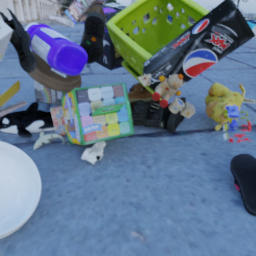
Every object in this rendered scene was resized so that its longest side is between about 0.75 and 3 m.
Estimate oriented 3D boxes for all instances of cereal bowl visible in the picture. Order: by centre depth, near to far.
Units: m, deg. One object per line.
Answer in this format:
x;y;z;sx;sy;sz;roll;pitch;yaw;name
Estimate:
-3.168;1.427;6.190;2.275;0.947;2.275;17;49;-21;cereal bowl

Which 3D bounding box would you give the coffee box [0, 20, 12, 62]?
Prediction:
-3.645;-1.961;6.267;1.309;1.307;1.295;-32;20;52;coffee box

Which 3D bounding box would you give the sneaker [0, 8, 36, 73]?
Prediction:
-3.130;-2.442;7.919;0.508;1.693;0.883;-18;-18;12;sneaker

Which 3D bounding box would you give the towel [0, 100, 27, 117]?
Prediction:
-5.045;-0.603;11.115;1.532;0.258;1.604;-17;14;29;towel

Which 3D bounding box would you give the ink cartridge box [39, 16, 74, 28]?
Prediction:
-3.010;-4.552;11.836;1.124;0.251;0.990;24;10;36;ink cartridge box

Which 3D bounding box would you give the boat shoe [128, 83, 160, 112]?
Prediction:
0.392;-1.359;12.092;2.915;0.991;1.049;-12;-16;-40;boat shoe

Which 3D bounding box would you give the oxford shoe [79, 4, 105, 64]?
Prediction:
-1.095;-2.926;8.954;0.797;2.194;0.926;14;57;-14;oxford shoe

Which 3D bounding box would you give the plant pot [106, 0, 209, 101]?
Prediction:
1.294;-2.947;10.419;2.906;2.637;2.892;-39;65;-12;plant pot

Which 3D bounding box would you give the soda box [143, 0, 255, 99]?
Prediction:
1.733;-2.034;7.464;2.861;0.906;1.012;-34;30;29;soda box

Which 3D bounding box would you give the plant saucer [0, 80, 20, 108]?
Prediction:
-4.673;-1.144;10.634;1.336;0.324;1.337;-13;35;53;plant saucer

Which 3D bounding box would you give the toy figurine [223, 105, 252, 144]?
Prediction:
2.043;-0.238;5.248;0.507;0.576;0.961;0;42;19;toy figurine

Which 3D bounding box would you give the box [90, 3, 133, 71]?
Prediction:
-0.652;-3.713;11.396;1.207;2.276;1.391;-24;42;-31;box

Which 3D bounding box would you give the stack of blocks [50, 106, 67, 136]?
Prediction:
-2.436;-0.254;10.233;0.589;1.023;0.299;-12;-15;-18;stack of blocks

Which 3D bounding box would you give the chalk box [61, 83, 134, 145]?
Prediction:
-0.933;-0.417;8.749;1.672;1.663;2.687;-11;4;-23;chalk box

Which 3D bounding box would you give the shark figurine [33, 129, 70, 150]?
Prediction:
-2.568;0.416;9.525;1.180;0.492;0.705;-7;59;2;shark figurine

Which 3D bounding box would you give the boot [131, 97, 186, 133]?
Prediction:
1.277;-0.709;11.224;1.791;0.902;2.396;11;28;23;boot

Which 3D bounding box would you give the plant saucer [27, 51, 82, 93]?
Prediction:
-2.801;-2.245;10.640;2.357;0.347;2.357;26;34;-19;plant saucer

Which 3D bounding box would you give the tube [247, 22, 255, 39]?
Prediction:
3.555;-3.394;9.287;0.407;0.626;1.617;23;17;-45;tube

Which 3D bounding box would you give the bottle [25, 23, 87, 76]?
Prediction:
-2.422;-2.576;8.757;1.194;0.933;2.859;13;20;-48;bottle

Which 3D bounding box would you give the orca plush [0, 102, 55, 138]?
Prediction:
-3.359;-0.390;10.392;2.970;1.056;1.563;7;27;13;orca plush

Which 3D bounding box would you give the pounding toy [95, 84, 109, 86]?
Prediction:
-1.071;-1.896;13.909;1.001;0.711;0.921;1;25;3;pounding toy

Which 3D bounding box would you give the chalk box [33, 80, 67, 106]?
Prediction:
-3.167;-1.917;13.249;2.157;1.342;1.335;10;28;17;chalk box

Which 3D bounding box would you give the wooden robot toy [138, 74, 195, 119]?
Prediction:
1.074;-0.913;6.743;1.673;0.759;0.737;39;36;-10;wooden robot toy

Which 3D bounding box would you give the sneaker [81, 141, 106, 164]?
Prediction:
-0.985;0.780;8.803;0.496;0.460;1.223;31;28;10;sneaker

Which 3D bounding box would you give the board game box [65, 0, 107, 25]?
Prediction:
-1.903;-5.499;12.660;1.493;0.723;1.190;-36;4;32;board game box

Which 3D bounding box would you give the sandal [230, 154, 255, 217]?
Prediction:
3.145;1.487;7.353;0.779;0.468;2.075;-1;40;10;sandal

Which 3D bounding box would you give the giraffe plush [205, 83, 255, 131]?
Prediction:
3.608;-0.716;10.691;1.900;1.639;1.540;2;32;45;giraffe plush
